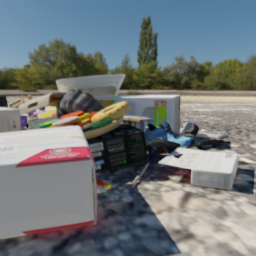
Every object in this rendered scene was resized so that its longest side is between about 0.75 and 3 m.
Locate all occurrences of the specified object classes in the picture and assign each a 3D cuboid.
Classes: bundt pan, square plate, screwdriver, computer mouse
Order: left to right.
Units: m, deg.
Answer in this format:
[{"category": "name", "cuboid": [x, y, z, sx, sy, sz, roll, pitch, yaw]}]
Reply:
[{"category": "bundt pan", "cuboid": [-1.601, -0.248, 9.456, 2.089, 2.089, 0.784, 7, 41, 37]}, {"category": "square plate", "cuboid": [-1.549, -1.473, 11.544, 2.602, 0.370, 2.577, -7, -11, -12]}, {"category": "screwdriver", "cuboid": [0.474, 0.967, 6.840, 0.348, 0.333, 2.389, 31, 20, 4]}, {"category": "computer mouse", "cuboid": [1.585, 0.450, 8.035, 2.214, 0.377, 0.649, -6, -26, 14]}]

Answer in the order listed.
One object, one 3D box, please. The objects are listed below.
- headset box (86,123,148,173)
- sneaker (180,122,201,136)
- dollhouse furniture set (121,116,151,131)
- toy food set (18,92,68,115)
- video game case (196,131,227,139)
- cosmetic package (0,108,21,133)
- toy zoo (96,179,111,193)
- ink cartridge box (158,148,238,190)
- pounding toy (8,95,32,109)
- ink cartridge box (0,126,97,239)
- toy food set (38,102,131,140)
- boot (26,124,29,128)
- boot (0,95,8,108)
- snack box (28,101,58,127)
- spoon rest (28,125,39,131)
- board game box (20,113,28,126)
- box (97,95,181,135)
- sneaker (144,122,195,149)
[{"category": "headset box", "cuboid": [-0.484, 0.454, 7.550, 1.498, 0.798, 1.720, -11, 12, -16]}, {"category": "sneaker", "cuboid": [2.364, 0.120, 11.441, 0.741, 0.491, 1.302, 17, -18, -30]}, {"category": "dollhouse furniture set", "cuboid": [-0.124, 0.204, 8.952, 1.455, 1.026, 1.020, -7, 11, -43]}, {"category": "toy food set", "cuboid": [-2.660, -0.790, 10.313, 1.580, 0.665, 2.201, -14, 0, 31]}, {"category": "video game case", "cuboid": [3.419, 0.281, 11.450, 0.965, 0.111, 0.880, 6, 11, 41]}, {"category": "cosmetic package", "cuboid": [-4.273, 0.103, 8.418, 1.663, 1.392, 1.383, 7, 11, 37]}, {"category": "toy zoo", "cuboid": [-0.719, 1.190, 5.729, 0.792, 0.081, 0.519, 8, 12, 43]}, {"category": "ink cartridge box", "cuboid": [1.714, 0.892, 6.618, 1.547, 0.393, 1.756, 4, 9, 25]}, {"category": "pounding toy", "cuboid": [-4.637, -1.000, 12.285, 1.066, 0.488, 0.936, -30, 33, -9]}, {"category": "ink cartridge box", "cuboid": [-1.658, 0.756, 4.968, 1.941, 1.126, 2.630, -5, 9, -12]}, {"category": "toy food set", "cuboid": [-1.164, -0.130, 7.443, 2.227, 0.542, 2.205, -3, 17, 39]}, {"category": "boot", "cuboid": [-4.464, -0.099, 13.272, 0.492, 0.379, 1.014, -20, 10, -37]}, {"category": "boot", "cuboid": [-6.353, -1.298, 12.835, 1.454, 1.198, 0.477, -12, 6, -10]}, {"category": "snack box", "cuboid": [-3.508, -0.696, 12.721, 1.950, 0.726, 2.742, -11, 25, -15]}, {"category": "spoon rest", "cuboid": [-2.884, 0.215, 9.604, 1.273, 0.632, 0.386, 24, 18, 31]}, {"category": "board game box", "cuboid": [-6.007, -0.487, 14.892, 2.451, 0.549, 1.648, 0, 9, 3]}, {"category": "box", "cuboid": [0.436, -0.424, 10.822, 2.970, 1.671, 1.505, 3, 10, 19]}, {"category": "sneaker", "cuboid": [1.214, 0.264, 8.980, 1.988, 0.894, 0.779, 9, 13, 44]}]
